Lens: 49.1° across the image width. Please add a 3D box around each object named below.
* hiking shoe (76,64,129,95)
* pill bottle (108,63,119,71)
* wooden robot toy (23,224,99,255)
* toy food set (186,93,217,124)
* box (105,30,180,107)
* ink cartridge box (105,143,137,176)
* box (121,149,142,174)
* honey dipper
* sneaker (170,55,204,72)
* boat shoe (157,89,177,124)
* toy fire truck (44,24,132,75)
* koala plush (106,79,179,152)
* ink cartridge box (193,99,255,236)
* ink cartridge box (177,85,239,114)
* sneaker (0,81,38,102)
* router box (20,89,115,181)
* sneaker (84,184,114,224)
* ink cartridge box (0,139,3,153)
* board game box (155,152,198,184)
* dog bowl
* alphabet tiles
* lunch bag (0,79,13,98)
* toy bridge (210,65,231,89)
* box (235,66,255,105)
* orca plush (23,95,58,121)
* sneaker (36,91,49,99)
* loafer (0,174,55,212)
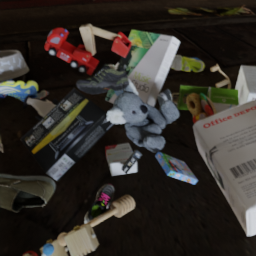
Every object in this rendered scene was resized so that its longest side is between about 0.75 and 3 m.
[{"bbox_3d":[-0.688,-1.311,7.405,1.385,0.524,0.697,-6,74,-9],"label":"hiking shoe"},{"bbox_3d":[-0.025,-2.309,12.038,1.683,0.946,0.946,4,37,7],"label":"pill bottle"},{"bbox_3d":[-1.726,2.948,5.101,2.788,1.228,1.265,-25,80,-16],"label":"wooden robot toy"},{"bbox_3d":[2.334,-0.344,8.842,0.376,1.544,1.529,-10,12,-12],"label":"toy food set"},{"bbox_3d":[0.418,-1.983,10.054,2.060,2.854,0.519,27,8,42],"label":"box"},{"bbox_3d":[-0.217,0.886,7.989,0.737,0.419,1.012,-7,26,-10],"label":"ink cartridge box"},{"bbox_3d":[0.081,0.826,7.022,0.165,0.757,0.606,39,88,1],"label":"box"},{"bbox_3d":[-0.658,2.022,6.148,0.398,0.398,2.098,29,29,34],"label":"honey dipper"},{"bbox_3d":[2.788,-3.084,13.461,1.857,0.703,0.975,21,26,22],"label":"sneaker"},{"bbox_3d":[1.303,-0.701,9.134,0.458,1.342,0.496,-41,45,-17],"label":"boat shoe"},{"bbox_3d":[-1.453,-2.940,9.953,2.701,1.904,0.658,29,39,-11],"label":"toy fire truck"},{"bbox_3d":[0.214,-0.375,7.978,1.596,1.737,1.540,7,64,50],"label":"koala plush"},{"bbox_3d":[3.212,0.799,7.004,2.136,1.233,2.936,-21,40,3],"label":"ink cartridge box"},{"bbox_3d":[2.598,-0.683,9.403,1.827,1.350,0.692,6,57,8],"label":"ink cartridge box"},{"bbox_3d":[-4.089,-1.309,10.373,1.512,0.573,0.794,-12,66,-18],"label":"sneaker"},{"bbox_3d":[-1.806,0.119,8.206,2.304,0.602,1.812,-45,50,-8],"label":"router box"},{"bbox_3d":[-0.630,1.803,6.616,0.410,0.486,1.111,36,61,-3],"label":"sneaker"},{"bbox_3d":[-4.189,0.506,8.387,0.834,0.522,0.536,5,29,-32],"label":"ink cartridge box"},{"bbox_3d":[1.271,1.066,7.398,1.031,0.189,0.780,24,21,-33],"label":"board game box"},{"bbox_3d":[-5.914,-2.663,12.083,2.989,0.877,2.989,-5,25,2],"label":"dog bowl"},{"bbox_3d":[2.276,-1.147,10.128,1.418,1.696,0.064,0,77,-2],"label":"alphabet tiles"},{"bbox_3d":[-5.532,-1.709,11.625,1.268,0.597,0.955,1,38,17],"label":"lunch bag"},{"bbox_3d":[3.530,-1.662,10.454,0.507,1.509,0.205,-23,19,3],"label":"toy bridge"},{"bbox_3d":[5.026,-1.197,10.258,1.787,1.248,2.347,8,37,10],"label":"box"},{"bbox_3d":[-2.968,-0.539,10.004,1.813,0.644,0.954,11,61,19],"label":"orca plush"},{"bbox_3d":[-3.411,-1.246,11.033,0.788,0.304,0.323,-14,0,29],"label":"sneaker"},{"bbox_3d":[-2.878,1.611,6.848,2.086,0.784,0.726,-4,32,-6],"label":"loafer"}]
